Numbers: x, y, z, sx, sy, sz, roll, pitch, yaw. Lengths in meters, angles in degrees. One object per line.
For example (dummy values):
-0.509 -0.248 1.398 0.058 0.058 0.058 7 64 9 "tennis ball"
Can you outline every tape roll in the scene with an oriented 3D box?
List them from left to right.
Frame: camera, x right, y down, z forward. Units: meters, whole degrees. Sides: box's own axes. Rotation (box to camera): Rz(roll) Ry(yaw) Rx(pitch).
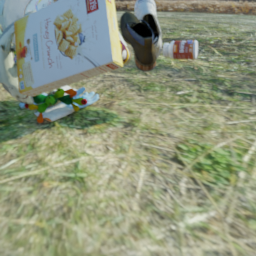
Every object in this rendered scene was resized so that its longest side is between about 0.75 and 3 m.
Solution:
-3.067 -3.978 9.962 2.928 2.928 0.535 -20 44 -33 "tape roll"

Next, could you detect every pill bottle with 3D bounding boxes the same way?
2.174 -3.240 11.681 1.351 0.758 0.758 5 28 21 "pill bottle"

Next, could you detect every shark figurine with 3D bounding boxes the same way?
-3.085 -1.952 7.254 1.492 2.497 1.042 5 12 -36 "shark figurine"

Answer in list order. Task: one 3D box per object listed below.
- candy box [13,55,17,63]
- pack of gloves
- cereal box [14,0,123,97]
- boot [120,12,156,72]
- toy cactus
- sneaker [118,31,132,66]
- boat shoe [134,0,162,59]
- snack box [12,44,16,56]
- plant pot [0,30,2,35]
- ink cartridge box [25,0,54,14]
-2.804 -2.258 8.706 0.926 2.034 2.405 28 -10 -32 "candy box"
-2.835 -1.312 11.555 2.458 0.577 2.925 20 34 32 "pack of gloves"
-1.423 -1.900 6.250 2.559 1.841 0.506 -13 -12 25 "cereal box"
0.314 -2.940 8.324 0.893 1.158 2.389 -17 63 -8 "boot"
-2.791 -0.990 10.584 2.390 1.222 1.972 -9 14 -10 "toy cactus"
-0.881 -3.924 12.323 1.200 0.998 2.663 10 39 -57 "sneaker"
0.850 -3.555 10.939 1.055 2.931 0.963 -7 59 2 "boat shoe"
-4.564 -4.215 11.131 0.647 1.736 2.441 -15 66 -13 "snack box"
-4.891 -2.603 7.857 2.893 2.893 1.938 20 61 33 "plant pot"
-3.956 -5.361 12.848 1.777 0.598 1.041 5 69 -1 "ink cartridge box"
